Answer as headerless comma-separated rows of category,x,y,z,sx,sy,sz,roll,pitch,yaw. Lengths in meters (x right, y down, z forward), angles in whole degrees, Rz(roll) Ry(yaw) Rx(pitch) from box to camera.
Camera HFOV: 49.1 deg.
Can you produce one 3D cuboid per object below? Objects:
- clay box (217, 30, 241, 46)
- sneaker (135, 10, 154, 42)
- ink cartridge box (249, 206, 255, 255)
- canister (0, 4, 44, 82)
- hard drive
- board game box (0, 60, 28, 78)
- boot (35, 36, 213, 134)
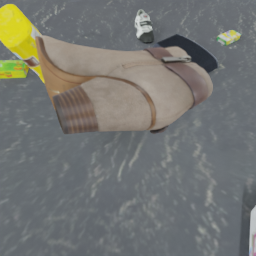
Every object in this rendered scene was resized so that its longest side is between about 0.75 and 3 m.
clay box,4.201,-3.761,11.630,0.908,0.216,0.522,-27,54,-22
sneaker,0.641,-4.303,11.731,0.677,0.809,1.828,-10,51,-10
ink cartridge box,3.357,2.649,5.608,1.563,0.915,2.163,14,52,12
canister,-2.101,-1.760,6.246,0.728,1.683,1.250,-40,64,0
hard drive,2.125,-2.750,10.573,1.540,0.483,2.283,-29,55,-23
board game box,-4.353,-2.126,10.151,1.313,0.313,0.667,-2,49,-2
boot,-0.156,-0.650,3.228,1.554,0.747,2.126,-17,45,-15
